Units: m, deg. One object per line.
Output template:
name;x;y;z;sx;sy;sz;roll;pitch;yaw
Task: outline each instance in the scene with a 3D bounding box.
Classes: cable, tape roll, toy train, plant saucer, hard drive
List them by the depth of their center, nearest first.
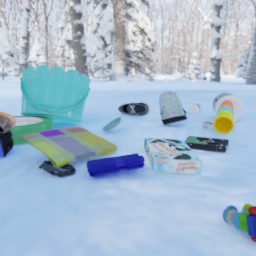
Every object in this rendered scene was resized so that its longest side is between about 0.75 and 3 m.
toy train;2.240;1.427;4.655;1.226;0.519;0.710;-6;0;-26
cable;-1.739;1.027;7.050;0.911;0.231;0.743;12;4;8
hard drive;2.562;0.536;9.218;1.344;0.254;0.939;6;13;23
tape roll;-4.197;0.037;10.648;2.633;0.633;2.633;0;11;0
plant saucer;-0.632;-0.110;11.257;0.903;0.162;0.903;-31;14;9

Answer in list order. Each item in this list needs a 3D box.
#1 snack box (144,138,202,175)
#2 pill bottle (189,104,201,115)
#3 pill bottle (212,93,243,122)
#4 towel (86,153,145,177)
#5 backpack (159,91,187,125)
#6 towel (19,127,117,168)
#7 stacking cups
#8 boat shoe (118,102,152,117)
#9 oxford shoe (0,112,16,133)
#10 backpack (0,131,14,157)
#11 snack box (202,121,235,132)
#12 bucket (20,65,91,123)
snack box;1.146;0.725;7.772;1.211;0.387;2.084;3;12;-4
pill bottle;3.805;-1.065;15.999;0.557;0.557;0.994;5;14;22
pill bottle;4.931;-1.005;13.889;1.316;1.316;2.327;2;12;12
towel;-0.324;0.912;6.906;1.386;0.343;1.023;-8;0;-7
backpack;1.941;-0.941;12.576;1.218;1.460;0.924;-13;-1;12
towel;-1.638;0.477;8.216;1.766;0.280;2.459;27;21;30
stacking cups;3.979;-0.609;11.511;0.747;0.747;2.470;4;27;20
boat shoe;0.320;-1.027;15.232;0.777;0.823;2.294;-9;13;-39
oxford shoe;-3.480;-0.187;6.681;1.434;0.511;0.523;8;32;4
backpack;-3.994;0.400;8.507;0.852;0.825;1.016;-2;13;0
snack box;3.795;-0.050;11.798;0.772;0.287;1.085;-7;16;-36
bucket;-3.261;-1.396;12.443;3.082;2.005;3.082;5;-6;0
